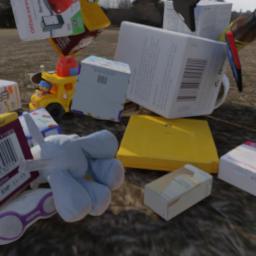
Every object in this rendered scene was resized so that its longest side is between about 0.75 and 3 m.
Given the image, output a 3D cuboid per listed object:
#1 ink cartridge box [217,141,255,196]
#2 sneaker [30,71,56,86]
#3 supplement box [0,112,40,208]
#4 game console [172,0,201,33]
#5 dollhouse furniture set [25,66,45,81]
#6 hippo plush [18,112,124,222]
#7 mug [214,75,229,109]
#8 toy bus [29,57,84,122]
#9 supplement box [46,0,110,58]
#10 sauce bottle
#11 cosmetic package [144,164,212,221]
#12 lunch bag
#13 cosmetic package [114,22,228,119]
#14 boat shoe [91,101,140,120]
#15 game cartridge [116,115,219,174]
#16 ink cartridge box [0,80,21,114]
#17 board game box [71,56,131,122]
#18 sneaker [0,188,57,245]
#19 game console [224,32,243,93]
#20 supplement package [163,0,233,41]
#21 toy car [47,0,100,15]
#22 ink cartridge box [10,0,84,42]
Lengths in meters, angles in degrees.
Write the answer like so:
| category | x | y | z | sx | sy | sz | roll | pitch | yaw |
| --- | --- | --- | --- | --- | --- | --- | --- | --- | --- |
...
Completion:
| category | x | y | z | sx | sy | sz | roll | pitch | yaw |
| --- | --- | --- | --- | --- | --- | --- | --- | --- | --- |
| ink cartridge box | 2.702 | 0.826 | 6.100 | 1.272 | 0.545 | 0.939 | -21 | 30 | -36 |
| sneaker | -3.975 | -2.424 | 13.855 | 1.888 | 0.687 | 0.799 | -17 | 7 | -36 |
| supplement box | -3.180 | 0.702 | 4.722 | 2.599 | 1.341 | 1.702 | -4 | 21 | 25 |
| game console | 2.064 | -4.164 | 8.862 | 0.972 | 1.469 | 1.670 | -22 | 51 | 3 |
| dollhouse furniture set | -4.908 | -2.891 | 14.725 | 0.986 | 0.655 | 0.865 | -5 | 23 | -11 |
| hippo plush | -1.290 | 0.873 | 5.244 | 2.081 | 1.657 | 1.673 | 12 | -20 | -39 |
| mug | 2.988 | -1.569 | 10.656 | 1.777 | 1.423 | 1.459 | 16 | 26 | 28 |
| toy bus | -2.323 | -1.384 | 9.522 | 2.064 | 1.981 | 1.400 | -16 | 29 | -29 |
| supplement box | -1.912 | -3.593 | 9.350 | 1.758 | 1.734 | 1.168 | -30 | 8 | 36 |
| sauce bottle | 3.577 | -3.006 | 8.832 | 0.901 | 0.901 | 2.786 | 0 | -1 | -1 |
| cosmetic package | 0.968 | 1.191 | 5.371 | 1.248 | 0.444 | 0.656 | -18 | 29 | -36 |
| lunch bag | -2.516 | 0.361 | 6.592 | 1.778 | 1.101 | 1.511 | -25 | 30 | -18 |
| cosmetic package | 1.297 | -1.940 | 9.257 | 2.378 | 2.376 | 2.882 | -7 | 29 | -41 |
| boat shoe | -0.420 | -0.681 | 9.549 | 1.723 | 0.620 | 0.621 | -6 | 24 | -14 |
| game cartridge | 1.036 | 0.351 | 7.346 | 2.311 | 0.425 | 2.621 | 5 | 24 | 7 |
| ink cartridge box | -4.705 | -1.058 | 9.955 | 0.989 | 0.993 | 1.367 | 12 | 26 | 26 |
| board game box | -0.415 | -0.715 | 4.695 | 0.763 | 0.749 | 1.454 | 13 | 17 | -5 |
| sneaker | -1.890 | 1.467 | 4.787 | 1.503 | 0.563 | 0.749 | -18 | 14 | -43 |
| game console | 2.969 | -1.832 | 7.850 | 0.228 | 1.297 | 1.466 | -12 | -22 | 21 |
| supplement package | 2.569 | -3.572 | 10.863 | 1.833 | 2.415 | 1.819 | -21 | 35 | -35 |
| toy car | -0.695 | -2.327 | 3.691 | 0.331 | 1.397 | 1.484 | 2 | 28 | 18 |
| ink cartridge box | -2.007 | -2.862 | 7.071 | 1.541 | 1.125 | 0.648 | -21 | 21 | -30 |
